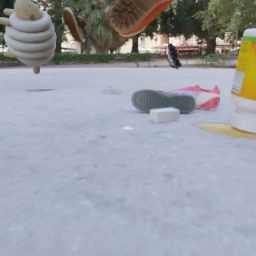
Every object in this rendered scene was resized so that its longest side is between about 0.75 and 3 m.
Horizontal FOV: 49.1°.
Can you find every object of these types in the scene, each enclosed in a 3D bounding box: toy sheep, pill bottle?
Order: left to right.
[{"bbox_3d":[-2.249,-2.048,6.440,1.240,1.798,1.240,3,48,-4],"label":"toy sheep"},{"bbox_3d":[3.824,-1.313,8.023,1.530,2.755,1.530,5,19,-2],"label":"pill bottle"}]

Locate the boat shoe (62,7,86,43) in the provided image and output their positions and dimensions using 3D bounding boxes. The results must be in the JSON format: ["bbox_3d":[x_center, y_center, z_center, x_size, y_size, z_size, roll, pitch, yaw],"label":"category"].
[{"bbox_3d":[-1.781,-3.666,9.747,0.579,0.578,1.606,33,-12,18],"label":"boat shoe"}]

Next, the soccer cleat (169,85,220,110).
[{"bbox_3d":[2.456,-1.356,11.772,2.733,1.045,0.912,6,16,21],"label":"soccer cleat"}]

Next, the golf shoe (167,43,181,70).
[{"bbox_3d":[1.902,-3.152,12.415,0.472,1.215,0.574,-37,30,-24],"label":"golf shoe"}]

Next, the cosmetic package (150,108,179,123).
[{"bbox_3d":[1.240,-0.441,9.604,0.907,0.385,0.488,-8,18,-24],"label":"cosmetic package"}]

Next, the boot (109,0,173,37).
[{"bbox_3d":[0.515,-2.818,6.171,2.093,0.785,1.122,-36,-1,5],"label":"boot"}]

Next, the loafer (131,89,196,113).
[{"bbox_3d":[1.355,-0.999,11.019,2.476,0.931,0.863,8,7,4],"label":"loafer"}]
